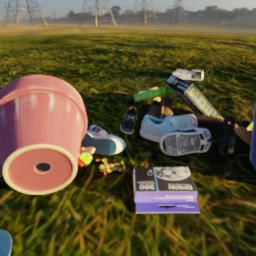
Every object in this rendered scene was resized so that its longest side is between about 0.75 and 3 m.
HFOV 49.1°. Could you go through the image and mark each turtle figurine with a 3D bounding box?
[{"bbox_3d":[-0.517,1.201,8.360,0.810,0.323,1.004,1,14,-16],"label":"turtle figurine"}]

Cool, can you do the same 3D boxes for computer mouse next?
[{"bbox_3d":[2.253,0.353,9.244,2.430,1.333,0.533,-4,23,7],"label":"computer mouse"}]

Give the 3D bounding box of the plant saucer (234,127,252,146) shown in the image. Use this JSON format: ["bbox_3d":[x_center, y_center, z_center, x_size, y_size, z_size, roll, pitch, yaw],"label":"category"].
[{"bbox_3d":[4.247,0.306,9.881,1.069,0.200,1.069,27,27,-15],"label":"plant saucer"}]

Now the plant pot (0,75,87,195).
[{"bbox_3d":[-2.457,0.321,7.805,2.782,2.782,2.490,-6,40,-13],"label":"plant pot"}]

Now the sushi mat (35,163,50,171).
[{"bbox_3d":[-2.446,0.887,8.412,1.023,0.129,2.139,-8,27,-11],"label":"sushi mat"}]

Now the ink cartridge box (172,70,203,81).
[{"bbox_3d":[4.138,-3.720,19.295,1.972,0.432,1.991,6,23,14],"label":"ink cartridge box"}]

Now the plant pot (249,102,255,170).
[{"bbox_3d":[5.136,-0.001,8.202,2.501,2.781,2.781,11,27,35],"label":"plant pot"}]

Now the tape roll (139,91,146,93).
[{"bbox_3d":[1.012,-1.708,14.707,0.956,0.335,0.956,-3,14,1],"label":"tape roll"}]

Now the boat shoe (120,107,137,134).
[{"bbox_3d":[0.047,-0.312,11.372,0.588,0.553,1.637,14,32,2],"label":"boat shoe"}]

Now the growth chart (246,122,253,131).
[{"bbox_3d":[5.987,0.135,10.906,2.526,0.224,1.828,15,27,28],"label":"growth chart"}]

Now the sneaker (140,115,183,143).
[{"bbox_3d":[1.555,0.080,10.018,2.317,0.949,0.856,11,28,12],"label":"sneaker"}]

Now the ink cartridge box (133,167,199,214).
[{"bbox_3d":[0.951,1.602,7.437,1.597,0.350,1.612,0,26,-1],"label":"ink cartridge box"}]

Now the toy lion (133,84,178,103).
[{"bbox_3d":[1.100,-1.523,12.872,2.150,0.770,2.243,-15,4,-34],"label":"toy lion"}]

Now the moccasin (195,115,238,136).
[{"bbox_3d":[3.407,-0.151,11.072,1.871,0.684,0.722,9,32,41],"label":"moccasin"}]

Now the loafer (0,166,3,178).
[{"bbox_3d":[-4.474,0.850,8.500,2.483,0.837,0.944,14,28,28],"label":"loafer"}]

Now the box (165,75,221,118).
[{"bbox_3d":[2.741,-1.219,11.877,2.204,0.507,1.752,40,6,-29],"label":"box"}]

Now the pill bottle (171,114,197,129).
[{"bbox_3d":[2.006,-0.136,10.915,1.200,0.680,0.680,-7,25,-16],"label":"pill bottle"}]

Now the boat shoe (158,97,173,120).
[{"bbox_3d":[1.608,-0.670,11.797,0.599,0.599,1.702,17,52,-3],"label":"boat shoe"}]

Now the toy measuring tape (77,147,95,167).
[{"bbox_3d":[-1.256,0.869,8.402,0.603,0.603,1.640,-18,1,-34],"label":"toy measuring tape"}]

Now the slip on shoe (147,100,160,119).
[{"bbox_3d":[1.211,-0.777,12.564,0.636,0.507,1.673,5,24,11],"label":"slip on shoe"}]

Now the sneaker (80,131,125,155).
[{"bbox_3d":[-1.015,0.507,9.594,1.921,0.735,0.776,14,10,29],"label":"sneaker"}]

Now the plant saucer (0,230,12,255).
[{"bbox_3d":[-2.672,2.512,5.089,1.348,0.260,1.348,-17,32,11],"label":"plant saucer"}]

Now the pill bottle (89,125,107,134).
[{"bbox_3d":[-1.155,0.177,10.538,0.412,0.412,0.753,-17,28,-33],"label":"pill bottle"}]
